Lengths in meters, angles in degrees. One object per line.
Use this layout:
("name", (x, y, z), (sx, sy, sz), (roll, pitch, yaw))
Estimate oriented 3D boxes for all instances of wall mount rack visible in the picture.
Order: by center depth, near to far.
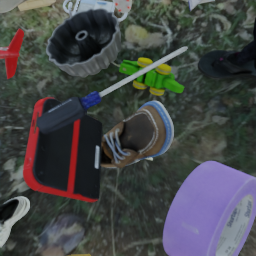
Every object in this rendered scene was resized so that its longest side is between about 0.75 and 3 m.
("wall mount rack", (-1.070, -4.456, 9.371), (2.230, 0.832, 1.938), (11, 73, 2))

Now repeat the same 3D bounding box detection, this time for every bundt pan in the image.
("bundt pan", (-1.234, -2.476, 8.474), (2.337, 0.877, 2.337), (-9, 58, 15))

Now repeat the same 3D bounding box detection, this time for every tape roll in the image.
("tape roll", (1.405, 1.487, 4.574), (0.754, 1.774, 1.774), (22, 71, 39))

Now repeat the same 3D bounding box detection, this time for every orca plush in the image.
("orca plush", (2.762, -1.288, 5.863), (1.001, 1.481, 2.816), (2, 96, 15))

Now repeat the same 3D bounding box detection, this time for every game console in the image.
("game console", (-1.007, 0.357, 4.723), (0.245, 1.396, 1.579), (-21, 56, 35))

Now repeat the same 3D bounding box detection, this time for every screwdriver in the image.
("screwdriver", (-0.242, -0.569, 4.003), (2.445, 0.356, 0.341), (-28, 86, 8))

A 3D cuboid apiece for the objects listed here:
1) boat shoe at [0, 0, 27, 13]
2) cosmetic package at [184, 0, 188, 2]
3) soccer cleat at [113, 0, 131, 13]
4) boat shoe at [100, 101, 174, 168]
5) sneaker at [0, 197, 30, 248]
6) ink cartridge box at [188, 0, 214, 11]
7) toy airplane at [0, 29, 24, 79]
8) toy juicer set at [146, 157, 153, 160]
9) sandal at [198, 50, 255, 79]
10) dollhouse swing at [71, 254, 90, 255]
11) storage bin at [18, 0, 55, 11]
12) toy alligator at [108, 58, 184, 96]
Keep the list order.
("boat shoe", (-2.900, -3.419, 7.240), (1.694, 0.531, 0.615), (-17, 105, 15))
("cosmetic package", (2.060, -5.327, 9.772), (0.858, 0.580, 1.631), (25, 74, 8))
("soccer cleat", (-0.226, -3.089, 6.120), (0.414, 1.194, 0.463), (-12, 56, 18))
("boat shoe", (0.000, 0.351, 5.545), (0.938, 2.591, 0.936), (-21, 75, -26))
("sneaker", (-3.327, 2.454, 7.090), (0.654, 0.998, 1.734), (34, 75, 10))
("ink cartridge box", (2.000, -3.646, 6.101), (0.442, 2.384, 1.129), (-6, 86, -19))
("toy airplane", (-2.742, -1.417, 5.524), (0.464, 2.524, 2.524), (20, 73, -3))
("toy juicer set", (0.295, 0.411, 8.104), (0.716, 0.306, 1.126), (-7, 73, -3))
("sandal", (3.485, -2.034, 8.714), (2.548, 0.610, 0.958), (4, 72, 1))
("dollhouse swing", (-1.392, 3.287, 4.189), (1.901, 1.965, 2.163), (11, 51, -43))
("storage bin", (-3.287, -4.838, 9.609), (1.284, 0.606, 1.294), (-13, 72, -3))
("toy alligator", (0.410, -1.744, 8.609), (2.882, 0.855, 0.782), (23, 31, 17))
